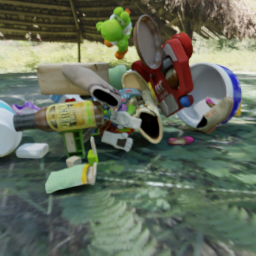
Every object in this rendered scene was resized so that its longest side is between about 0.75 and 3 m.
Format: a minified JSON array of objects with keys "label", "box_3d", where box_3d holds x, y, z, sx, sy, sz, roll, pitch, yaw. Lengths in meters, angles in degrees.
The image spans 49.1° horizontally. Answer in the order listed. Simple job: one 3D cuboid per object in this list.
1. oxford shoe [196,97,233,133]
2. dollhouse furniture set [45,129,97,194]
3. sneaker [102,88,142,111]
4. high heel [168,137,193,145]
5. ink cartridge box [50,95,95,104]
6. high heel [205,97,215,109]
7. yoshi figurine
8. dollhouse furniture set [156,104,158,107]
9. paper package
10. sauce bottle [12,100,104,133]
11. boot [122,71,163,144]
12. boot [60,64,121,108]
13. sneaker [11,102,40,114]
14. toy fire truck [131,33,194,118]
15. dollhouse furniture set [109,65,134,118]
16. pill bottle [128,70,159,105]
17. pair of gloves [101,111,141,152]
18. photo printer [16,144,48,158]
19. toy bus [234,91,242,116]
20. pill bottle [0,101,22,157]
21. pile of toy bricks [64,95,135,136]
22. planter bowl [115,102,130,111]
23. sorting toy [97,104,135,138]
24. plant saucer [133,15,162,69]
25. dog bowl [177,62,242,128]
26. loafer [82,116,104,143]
[{"label":"oxford shoe","box_3d":[2.649,-0.379,8.609,0.536,1.434,0.505,5,40,-35]},{"label":"dollhouse furniture set","box_3d":[-1.321,0.658,6.733,1.077,0.832,2.155,-9,14,-3]},{"label":"sneaker","box_3d":[-0.193,-0.870,9.014,1.395,0.666,0.553,-10,-7,19]},{"label":"high heel","box_3d":[1.694,0.442,9.038,0.780,0.263,0.375,-10,0,21]},{"label":"ink cartridge box","box_3d":[-2.292,-1.302,12.039,1.679,0.721,1.230,36,40,-14]},{"label":"high heel","box_3d":[2.883,-0.689,9.399,0.266,0.789,0.378,-34,19,26]},{"label":"yoshi figurine","box_3d":[-0.461,-2.922,8.914,1.176,1.172,2.093,4,-12,-4]},{"label":"dollhouse furniture set","box_3d":[2.448,-1.644,15.264,2.740,1.114,1.474,14,20,42]},{"label":"paper package","box_3d":[-1.562,-1.519,8.471,1.726,0.893,1.646,1,15,11]},{"label":"sauce bottle","box_3d":[-1.807,-0.255,7.398,2.303,0.745,0.745,-10,16,-7]},{"label":"boot","box_3d":[0.441,-0.734,9.111,0.895,2.459,1.911,-22,6,8]},{"label":"boot","box_3d":[-0.913,-1.051,7.060,1.675,0.588,1.225,22,16,-20]},{"label":"sneaker","box_3d":[-4.159,-0.704,12.198,1.997,0.883,0.803,-3,14,-17]},{"label":"toy fire truck","box_3d":[1.447,-1.706,9.787,1.607,2.407,2.867,-25,-4,-16]},{"label":"dollhouse furniture set","box_3d":[-0.266,-1.184,10.937,1.197,2.394,0.924,-22,23,-20]},{"label":"pill bottle","box_3d":[0.687,-1.912,12.945,2.583,1.452,1.452,8,16,8]},{"label":"pair of gloves","box_3d":[-0.186,0.069,7.909,0.888,1.044,0.183,24,-3,-4]},{"label":"photo printer","box_3d":[-2.816,0.666,8.172,0.785,0.273,0.653,1,16,5]},{"label":"toy bus","box_3d":[4.171,-1.318,13.556,2.642,1.365,2.493,-8,17,-30]},{"label":"pill bottle","box_3d":[-4.018,0.003,8.370,1.451,1.451,2.619,-8,16,-27]},{"label":"pile of toy bricks","box_3d":[-1.031,-0.374,10.472,2.899,1.608,1.431,-5,-25,24]},{"label":"planter bowl","box_3d":[-0.134,-1.161,14.184,1.111,0.748,1.111,1,14,0]},{"label":"sorting toy","box_3d":[-0.443,-0.291,8.560,0.580,1.413,0.849,43,3,-18]},{"label":"plant saucer","box_3d":[0.545,-2.423,8.014,0.259,1.501,1.501,-4,11,31]},{"label":"dog bowl","box_3d":[2.954,-1.215,10.642,0.965,2.451,2.451,-5,14,-40]},{"label":"loafer","box_3d":[-1.391,-0.126,8.968,0.659,0.610,1.751,12,40,22]}]
